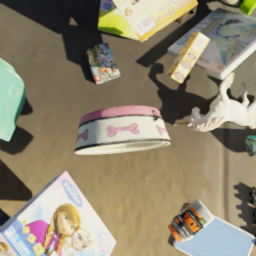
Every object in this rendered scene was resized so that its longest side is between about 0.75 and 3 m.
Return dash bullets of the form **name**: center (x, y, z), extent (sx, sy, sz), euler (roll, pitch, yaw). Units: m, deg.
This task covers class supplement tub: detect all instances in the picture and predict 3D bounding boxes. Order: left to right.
- **supplement tub**: center (1.253, 1.907, 5.698), extent (0.850, 0.521, 0.521), euler (-40, 80, -1)

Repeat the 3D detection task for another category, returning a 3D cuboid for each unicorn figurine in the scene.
- **unicorn figurine**: center (3.080, -0.652, 8.745), extent (2.806, 1.036, 1.928), euler (14, 90, -3)

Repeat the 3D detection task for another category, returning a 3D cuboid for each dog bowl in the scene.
- **dog bowl**: center (-0.146, 0.089, 6.065), extent (2.060, 2.060, 0.759), euler (-6, 82, -1)

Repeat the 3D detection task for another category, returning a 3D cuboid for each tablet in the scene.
- **tablet**: center (2.553, 3.384, 8.318), extent (2.106, 0.144, 1.370), euler (26, 79, 7)

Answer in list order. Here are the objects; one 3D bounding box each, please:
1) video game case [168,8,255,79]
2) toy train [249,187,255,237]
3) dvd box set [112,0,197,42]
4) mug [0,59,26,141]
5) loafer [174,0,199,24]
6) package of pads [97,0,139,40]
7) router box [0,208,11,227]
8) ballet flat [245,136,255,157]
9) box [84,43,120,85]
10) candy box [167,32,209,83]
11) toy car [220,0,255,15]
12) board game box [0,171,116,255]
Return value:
- **video game case**: center (2.966, -2.852, 9.090), extent (2.539, 0.279, 2.315), euler (-41, 50, -11)
- **toy train**: center (3.984, 2.682, 8.399), extent (0.413, 0.308, 1.805), euler (-3, 77, -4)
- **dvd box set**: center (0.406, -3.734, 7.174), extent (1.843, 2.520, 0.370), euler (-30, 35, 19)
- **mug**: center (-3.455, -0.824, 6.484), extent (2.770, 2.276, 1.713), euler (10, 76, 33)
- **loafer**: center (2.153, -4.331, 9.936), extent (1.756, 0.641, 0.626), euler (-45, 108, -10)
- **package of pads**: center (-0.083, -3.773, 9.420), extent (1.778, 0.606, 1.373), euler (14, 119, 4)
- **router box**: center (-3.517, 1.581, 5.926), extent (2.988, 2.228, 0.763), euler (50, 59, -19)
- **ballet flat**: center (4.770, 0.584, 8.754), extent (2.242, 0.832, 0.832), euler (-2, 77, 2)
- **box**: center (-0.898, -2.203, 9.565), extent (0.858, 0.237, 1.257), euler (-21, 78, -5)
- **candy box**: center (1.618, -1.940, 7.702), extent (0.369, 0.771, 1.336), euler (30, 106, -10)
- **toy car**: center (3.798, -5.340, 8.947), extent (2.018, 2.457, 1.938), euler (34, 44, 9)
- **board game box**: center (-1.367, 2.371, 5.874), extent (0.455, 2.205, 2.210), euler (-29, 99, 26)
